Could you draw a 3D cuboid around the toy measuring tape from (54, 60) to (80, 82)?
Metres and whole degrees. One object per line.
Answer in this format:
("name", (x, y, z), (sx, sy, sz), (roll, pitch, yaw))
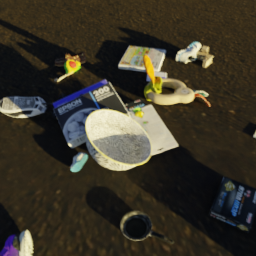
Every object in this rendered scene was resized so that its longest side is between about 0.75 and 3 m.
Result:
("toy measuring tape", (-3.138, -2.956, 14.110), (0.672, 0.672, 1.826), (25, 48, 26))

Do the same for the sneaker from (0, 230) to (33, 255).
("sneaker", (-2.914, 3.552, 6.679), (1.047, 0.732, 2.105), (-10, 37, -6))

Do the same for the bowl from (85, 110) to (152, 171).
("bowl", (-0.497, 0.615, 9.342), (2.386, 1.120, 2.386), (20, 37, -16))

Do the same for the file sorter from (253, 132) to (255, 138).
("file sorter", (5.292, 0.090, 10.752), (0.553, 0.496, 0.797), (30, 49, 29))

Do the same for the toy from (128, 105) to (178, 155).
("toy", (0.756, 0.163, 10.593), (1.306, 0.535, 2.268), (-18, 53, -12))

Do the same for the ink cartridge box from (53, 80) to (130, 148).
("ink cartridge box", (-1.564, -0.775, 11.010), (2.521, 0.552, 2.544), (-27, 55, -8))

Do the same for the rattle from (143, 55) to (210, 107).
("rattle", (2.173, -2.065, 12.146), (2.916, 2.083, 1.899), (12, 25, 22))

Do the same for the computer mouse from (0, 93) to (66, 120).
("computer mouse", (-3.984, -0.850, 11.804), (2.733, 0.599, 1.498), (-2, 46, -11))

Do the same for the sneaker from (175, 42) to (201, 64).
("sneaker", (3.504, -4.043, 15.433), (1.920, 0.720, 0.832), (-38, 59, -25))

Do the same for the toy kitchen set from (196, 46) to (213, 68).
("toy kitchen set", (3.987, -3.871, 15.079), (0.943, 0.770, 0.851), (27, 48, 28))

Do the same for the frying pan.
("frying pan", (0.517, 2.787, 7.861), (1.477, 0.240, 0.893), (5, 42, 3))

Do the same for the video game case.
("video game case", (0.800, -3.777, 15.365), (2.146, 0.270, 2.358), (10, 43, 11))

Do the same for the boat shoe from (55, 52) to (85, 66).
("boat shoe", (-3.141, -3.743, 15.087), (1.665, 0.585, 0.586), (-14, 44, -13))

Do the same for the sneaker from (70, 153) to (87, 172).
("sneaker", (-1.757, 1.191, 9.659), (0.350, 0.331, 0.866), (7, 35, 24))

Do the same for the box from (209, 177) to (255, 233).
("box", (3.202, 2.251, 8.389), (1.149, 0.333, 1.446), (21, 45, 22))

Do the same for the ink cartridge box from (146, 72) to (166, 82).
("ink cartridge box", (1.402, -2.462, 13.883), (0.970, 0.211, 0.961), (6, 41, 4))

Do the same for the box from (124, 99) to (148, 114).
("box", (0.275, -0.695, 11.802), (1.247, 0.287, 0.991), (-20, 45, -21))
